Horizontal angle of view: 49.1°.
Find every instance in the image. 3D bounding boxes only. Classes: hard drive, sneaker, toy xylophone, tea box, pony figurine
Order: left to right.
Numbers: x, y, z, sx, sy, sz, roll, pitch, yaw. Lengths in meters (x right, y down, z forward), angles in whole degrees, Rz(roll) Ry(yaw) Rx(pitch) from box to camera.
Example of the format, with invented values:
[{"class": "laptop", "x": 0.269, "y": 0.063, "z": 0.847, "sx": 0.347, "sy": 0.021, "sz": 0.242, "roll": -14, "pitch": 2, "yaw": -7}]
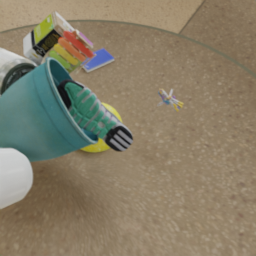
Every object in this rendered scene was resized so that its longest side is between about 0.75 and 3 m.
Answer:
[{"class": "tea box", "x": -2.722, "y": -3.071, "z": 10.731, "sx": 1.761, "sy": 1.790, "sz": 1.196, "roll": -34, "pitch": 48, "yaw": 16}, {"class": "toy xylophone", "x": -2.018, "y": -2.580, "z": 9.961, "sx": 1.490, "sy": 2.035, "sz": 0.511, "roll": 30, "pitch": 40, "yaw": -33}, {"class": "sneaker", "x": -1.111, "y": -0.403, "z": 9.071, "sx": 1.087, "sy": 2.922, "sz": 1.279, "roll": -43, "pitch": 16, "yaw": 5}, {"class": "hard drive", "x": -1.774, "y": -3.712, "z": 15.312, "sx": 1.687, "sy": 0.214, "sz": 1.113, "roll": -29, "pitch": 57, "yaw": -21}, {"class": "pony figurine", "x": 1.594, "y": -1.068, "z": 10.718, "sx": 1.046, "sy": 1.010, "sz": 0.871, "roll": 41, "pitch": 89, "yaw": 10}]

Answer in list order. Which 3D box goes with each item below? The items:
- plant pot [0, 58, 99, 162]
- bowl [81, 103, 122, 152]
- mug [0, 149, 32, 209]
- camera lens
[{"class": "plant pot", "x": -2.883, "y": -0.215, "z": 8.954, "sx": 2.818, "sy": 2.999, "sz": 2.999, "roll": -27, "pitch": 54, "yaw": 5}, {"class": "bowl", "x": -1.415, "y": -0.312, "z": 11.959, "sx": 2.423, "sy": 1.304, "sz": 2.423, "roll": 0, "pitch": 52, "yaw": -1}, {"class": "mug", "x": -3.834, "y": 1.340, "z": 7.480, "sx": 2.392, "sy": 1.916, "sz": 1.964, "roll": 9, "pitch": 12, "yaw": 42}, {"class": "camera lens", "x": -4.572, "y": -1.837, "z": 10.300, "sx": 2.429, "sy": 1.943, "sz": 1.943, "roll": 25, "pitch": 56, "yaw": 25}]
